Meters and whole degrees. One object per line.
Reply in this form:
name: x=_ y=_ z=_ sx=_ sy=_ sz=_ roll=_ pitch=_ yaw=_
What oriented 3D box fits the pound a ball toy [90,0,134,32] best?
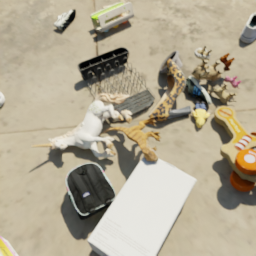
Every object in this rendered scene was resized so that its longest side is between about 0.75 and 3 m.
pound a ball toy: x=-0.646 y=-4.826 z=12.113 sx=1.959 sy=0.832 sz=1.277 roll=-31 pitch=37 yaw=-19

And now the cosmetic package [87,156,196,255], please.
cosmetic package: x=0.407 y=2.206 z=7.183 sx=1.567 sy=1.127 sz=2.778 roll=30 pitch=60 yaw=18

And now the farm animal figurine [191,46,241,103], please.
farm animal figurine: x=3.020 y=-1.805 z=9.912 sx=1.743 sy=0.919 sz=1.763 roll=16 pitch=67 yaw=-16

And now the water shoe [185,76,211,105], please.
water shoe: x=2.415 y=-1.224 z=9.906 sx=0.531 sy=0.481 sz=1.346 roll=-34 pitch=59 yaw=8

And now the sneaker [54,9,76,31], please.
sneaker: x=-2.748 y=-4.774 z=12.138 sx=0.579 sy=0.485 sz=1.309 roll=23 pitch=59 yaw=12

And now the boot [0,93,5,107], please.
boot: x=-5.742 y=-1.404 z=9.425 sx=2.894 sy=1.307 sz=1.053 roll=10 pitch=57 yaw=7

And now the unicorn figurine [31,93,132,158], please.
unicorn figurine: x=-1.156 y=0.081 z=8.615 sx=1.954 sy=1.050 sz=2.844 roll=18 pitch=58 yaw=25

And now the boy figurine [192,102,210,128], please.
boy figurine: x=2.446 y=-0.437 z=9.393 sx=0.605 sy=0.313 sz=0.973 roll=3 pitch=58 yaw=5

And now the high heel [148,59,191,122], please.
high heel: x=1.184 y=-1.276 z=9.403 sx=1.486 sy=0.744 sz=2.085 roll=-12 pitch=82 yaw=-14

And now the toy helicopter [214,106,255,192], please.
toy helicopter: x=3.617 y=0.337 z=8.461 sx=1.965 sy=1.172 sz=2.972 roll=-16 pitch=47 yaw=-4

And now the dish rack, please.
dish rack: x=-0.359 y=-1.561 z=9.902 sx=2.026 sy=0.720 sz=2.641 roll=-26 pitch=61 yaw=-15

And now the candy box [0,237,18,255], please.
candy box: x=-3.374 y=3.684 z=6.533 sx=1.240 sy=0.555 sz=1.818 roll=38 pitch=64 yaw=23

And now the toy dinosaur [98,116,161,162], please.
toy dinosaur: x=0.188 y=0.149 z=8.261 sx=1.343 sy=0.764 sz=2.529 roll=-18 pitch=26 yaw=-27

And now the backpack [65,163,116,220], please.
backpack: x=-1.062 y=1.663 z=7.580 sx=1.169 sy=0.992 sz=1.317 roll=-25 pitch=71 yaw=-21

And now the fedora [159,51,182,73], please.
fedora: x=1.647 y=-2.318 z=10.395 sx=0.517 sy=1.012 sz=1.145 roll=39 pitch=19 yaw=-14

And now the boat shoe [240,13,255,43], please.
boat shoe: x=5.505 y=-4.464 z=11.761 sx=0.847 sy=0.769 sz=2.303 roll=28 pitch=61 yaw=17
